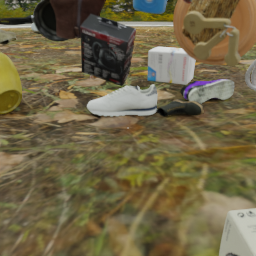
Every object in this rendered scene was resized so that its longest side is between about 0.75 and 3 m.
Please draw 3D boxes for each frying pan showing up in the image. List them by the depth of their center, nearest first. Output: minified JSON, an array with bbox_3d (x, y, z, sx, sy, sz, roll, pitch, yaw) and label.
[{"bbox_3d":[-3.015,-3.681,10.007,2.633,1.593,0.429,-19,46,7],"label":"frying pan"}]

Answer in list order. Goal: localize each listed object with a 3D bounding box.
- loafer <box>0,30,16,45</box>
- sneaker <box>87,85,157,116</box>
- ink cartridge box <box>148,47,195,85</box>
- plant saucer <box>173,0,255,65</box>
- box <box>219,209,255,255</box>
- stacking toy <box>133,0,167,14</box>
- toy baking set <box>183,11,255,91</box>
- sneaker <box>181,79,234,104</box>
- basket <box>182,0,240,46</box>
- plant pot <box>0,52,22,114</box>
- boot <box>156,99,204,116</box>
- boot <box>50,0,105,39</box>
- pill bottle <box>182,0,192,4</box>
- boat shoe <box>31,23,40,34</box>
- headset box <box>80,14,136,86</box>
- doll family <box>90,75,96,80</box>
[{"bbox_3d":[-3.774,-2.742,8.570,0.418,0.378,1.106,-6,11,9],"label":"loafer"},{"bbox_3d":[-0.203,-0.981,9.632,2.427,0.977,0.927,-5,27,-6],"label":"sneaker"},{"bbox_3d":[2.087,-2.997,13.334,1.946,1.433,1.408,12,27,21],"label":"ink cartridge box"},{"bbox_3d":[2.669,-3.270,8.568,2.720,2.720,0.439,13,31,25],"label":"plant saucer"},{"bbox_3d":[1.905,2.125,2.911,0.915,1.099,2.675,-2,24,-4],"label":"box"},{"bbox_3d":[0.934,-4.936,9.782,1.140,1.078,1.964,13,49,8],"label":"stacking toy"},{"bbox_3d":[1.732,-1.324,3.622,2.356,1.808,0.274,37,59,13],"label":"toy baking set"},{"bbox_3d":[3.085,-1.568,11.065,2.276,0.791,1.132,-11,27,-22],"label":"sneaker"},{"bbox_3d":[1.531,-2.425,5.720,0.874,1.225,0.912,-11,54,-23],"label":"basket"},{"bbox_3d":[-4.507,-1.342,9.567,1.473,2.075,2.075,43,43,20],"label":"plant pot"},{"bbox_3d":[1.725,-0.555,9.367,0.957,0.536,1.383,-22,19,-30],"label":"boot"},{"bbox_3d":[-0.959,-3.713,8.155,2.603,2.165,0.942,-4,45,-6],"label":"boot"},{"bbox_3d":[1.583,-3.707,7.245,0.530,0.530,0.914,10,-9,21],"label":"pill bottle"},{"bbox_3d":[-3.162,-4.011,11.304,1.381,0.488,0.440,1,-7,-4],"label":"boat shoe"},{"bbox_3d":[-0.538,-2.023,7.196,1.228,1.650,0.637,19,53,7],"label":"headset box"},{"bbox_3d":[-0.956,-1.829,8.747,0.845,0.525,0.381,-23,-28,27],"label":"doll family"}]
